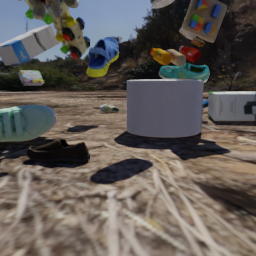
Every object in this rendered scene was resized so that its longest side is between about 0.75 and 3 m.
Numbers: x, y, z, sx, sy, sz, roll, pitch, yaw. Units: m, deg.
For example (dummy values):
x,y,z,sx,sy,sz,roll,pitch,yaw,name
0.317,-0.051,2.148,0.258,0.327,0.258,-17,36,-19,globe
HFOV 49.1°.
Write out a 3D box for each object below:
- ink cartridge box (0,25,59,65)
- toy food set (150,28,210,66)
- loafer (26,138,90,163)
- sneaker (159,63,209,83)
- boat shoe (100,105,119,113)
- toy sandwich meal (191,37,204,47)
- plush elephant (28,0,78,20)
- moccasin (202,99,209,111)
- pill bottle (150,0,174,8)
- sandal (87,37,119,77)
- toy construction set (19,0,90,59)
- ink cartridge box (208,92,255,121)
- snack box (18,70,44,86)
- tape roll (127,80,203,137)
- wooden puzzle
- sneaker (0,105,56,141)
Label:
x,y,z,sx,sy,sz,roll,pitch,yaw,name
-3.341,-2.760,9.349,1.188,0.692,1.643,10,42,44,ink cartridge box
1.810,-2.764,8.887,1.039,2.177,0.980,40,8,-36,toy food set
-1.267,0.383,5.106,1.169,0.417,0.427,1,9,4,loafer
2.289,-2.354,11.465,2.035,0.788,0.810,4,-27,10,sneaker
-0.867,-0.914,13.335,0.333,0.386,1.073,10,11,42,boat shoe
3.083,-3.877,12.674,0.850,0.291,0.850,23,16,-7,toy sandwich meal
-1.594,-2.818,5.867,1.098,1.334,1.033,-15,50,-9,plush elephant
3.539,-0.978,13.506,1.145,0.390,0.461,-22,22,4,moccasin
0.771,-3.790,7.286,0.634,1.128,0.634,-17,5,2,pill bottle
-0.896,-2.838,10.340,0.896,0.982,2.255,7,44,8,sandal
-1.975,-2.994,8.181,1.713,1.203,2.612,31,-1,15,toy construction set
4.510,-0.864,10.844,2.492,1.035,1.827,1,9,7,ink cartridge box
-3.885,-2.001,11.227,0.837,0.595,0.222,-12,-19,-48,snack box
1.022,-0.644,8.114,2.169,1.489,2.169,-1,9,0,tape roll
2.248,-3.196,8.068,1.205,1.116,0.279,16,9,-22,wooden puzzle
-2.769,-0.010,6.162,2.264,0.833,1.335,-11,5,-6,sneaker
